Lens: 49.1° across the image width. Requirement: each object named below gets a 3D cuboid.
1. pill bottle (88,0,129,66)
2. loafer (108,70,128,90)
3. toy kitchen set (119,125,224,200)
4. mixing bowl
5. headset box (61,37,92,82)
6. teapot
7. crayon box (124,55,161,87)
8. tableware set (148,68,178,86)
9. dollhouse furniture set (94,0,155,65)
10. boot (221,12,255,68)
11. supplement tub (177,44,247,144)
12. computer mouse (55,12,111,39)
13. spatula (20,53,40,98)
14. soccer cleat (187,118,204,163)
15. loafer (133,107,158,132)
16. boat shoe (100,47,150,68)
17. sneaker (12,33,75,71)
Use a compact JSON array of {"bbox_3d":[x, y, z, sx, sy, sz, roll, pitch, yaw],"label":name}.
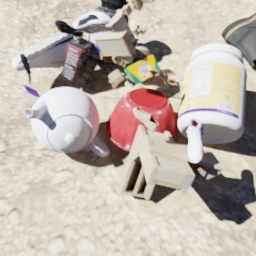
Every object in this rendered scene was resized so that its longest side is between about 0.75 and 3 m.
[{"bbox_3d":[-0.730,-3.658,10.465,1.337,2.391,1.337,13,26,-7],"label":"pill bottle"},{"bbox_3d":[-0.397,-1.626,9.327,0.580,1.526,0.515,-36,101,-2],"label":"loafer"},{"bbox_3d":[1.043,1.447,7.331,1.924,2.128,2.358,14,20,-11],"label":"toy kitchen set"},{"bbox_3d":[0.519,-0.438,8.934,2.392,1.295,2.392,5,38,-4],"label":"mixing bowl"},{"bbox_3d":[-1.824,-2.514,10.030,0.550,1.425,1.060,23,34,2],"label":"headset box"},{"bbox_3d":[-1.787,-0.019,8.477,2.254,2.225,1.647,-12,34,-16],"label":"teapot"},{"bbox_3d":[0.506,-1.988,9.726,1.121,0.327,0.666,-31,97,-18],"label":"crayon box"},{"bbox_3d":[1.116,-1.581,8.739,0.957,0.800,0.111,10,65,40],"label":"tableware set"},{"bbox_3d":[0.134,-2.683,7.712,0.910,1.065,2.055,9,57,34],"label":"dollhouse furniture set"},{"bbox_3d":[5.673,-3.767,11.548,2.959,1.146,2.047,-28,68,-1],"label":"boot"},{"bbox_3d":[2.724,-1.062,9.009,1.999,1.999,2.749,10,70,6],"label":"supplement tub"},{"bbox_3d":[-1.324,-3.419,9.203,2.332,1.279,0.512,6,91,40],"label":"computer mouse"},{"bbox_3d":[-3.420,-1.732,9.612,0.593,2.098,0.216,22,54,10],"label":"spatula"},{"bbox_3d":[1.507,0.265,6.488,0.395,0.488,1.131,-16,45,33],"label":"soccer cleat"},{"bbox_3d":[0.440,-0.236,6.601,0.756,0.258,0.286,45,32,8],"label":"loafer"},{"bbox_3d":[-0.042,-2.513,10.037,1.915,0.725,0.688,-5,65,-18],"label":"boat shoe"},{"bbox_3d":[-2.908,-2.605,10.299,1.055,1.111,2.760,19,45,39],"label":"sneaker"}]
